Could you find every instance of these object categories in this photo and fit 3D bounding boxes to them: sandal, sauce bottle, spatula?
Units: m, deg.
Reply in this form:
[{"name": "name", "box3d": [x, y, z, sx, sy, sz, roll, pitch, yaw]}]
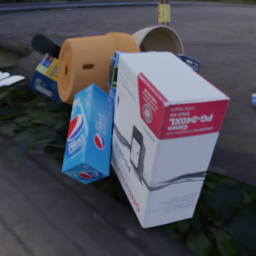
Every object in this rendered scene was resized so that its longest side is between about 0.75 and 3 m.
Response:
[{"name": "sandal", "box3d": [-2.743, -2.863, 11.188, 2.324, 0.873, 0.556, 22, 18, -37]}, {"name": "sauce bottle", "box3d": [1.416, -4.767, 11.098, 0.481, 1.487, 0.481, -3, 8, 0]}, {"name": "spatula", "box3d": [-6.502, -1.966, 12.575, 2.071, 0.239, 2.979, 19, 36, 20]}]

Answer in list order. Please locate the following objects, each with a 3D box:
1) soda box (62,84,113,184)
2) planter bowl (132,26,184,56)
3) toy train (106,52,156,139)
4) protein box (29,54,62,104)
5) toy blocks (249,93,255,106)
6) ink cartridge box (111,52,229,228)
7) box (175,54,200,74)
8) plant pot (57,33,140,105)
[{"name": "soda box", "box3d": [-0.919, 0.094, 6.769, 0.740, 0.783, 2.308, -25, 46, 30]}, {"name": "planter bowl", "box3d": [0.660, -2.673, 11.424, 2.784, 2.784, 1.874, -24, 29, -36]}, {"name": "toy train", "box3d": [0.117, -0.777, 7.829, 1.582, 2.770, 1.201, 9, 17, -7]}, {"name": "protein box", "box3d": [-2.790, -1.789, 10.426, 1.297, 1.287, 0.875, 29, 57, -17]}, {"name": "toy blocks", "box3d": [5.157, -1.071, 10.658, 0.943, 0.690, 1.380, 1, 29, 26]}, {"name": "ink cartridge box", "box3d": [0.585, 0.234, 5.790, 1.232, 2.955, 2.146, -8, 36, -20]}, {"name": "box", "box3d": [1.361, -1.260, 9.019, 0.997, 1.911, 1.414, 6, 0, -44]}, {"name": "plant pot", "box3d": [-1.098, -1.755, 9.087, 1.972, 2.818, 2.818, 1, 26, -28]}]
